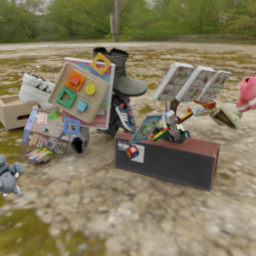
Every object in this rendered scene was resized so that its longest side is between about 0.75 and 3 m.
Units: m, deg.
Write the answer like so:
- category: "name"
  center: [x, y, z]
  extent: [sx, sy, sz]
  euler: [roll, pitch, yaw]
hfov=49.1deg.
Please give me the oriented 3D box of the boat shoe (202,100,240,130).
- category: "boat shoe"
  center: [3.223, -0.479, 9.759]
  extent: [1.497, 0.549, 0.469]
  euler: [32, 43, 6]

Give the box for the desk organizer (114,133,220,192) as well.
- category: "desk organizer"
  center: [1.129, 0.813, 8.275]
  extent: [2.911, 1.044, 1.121]
  euler: [10, 22, 23]

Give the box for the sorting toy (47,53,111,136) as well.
- category: "sorting toy"
  center: [-1.365, -0.953, 7.740]
  extent: [1.392, 2.472, 0.337]
  euler: [27, 10, -8]

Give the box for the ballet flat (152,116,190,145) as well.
- category: "ballet flat"
  center: [1.509, -0.013, 10.506]
  extent: [0.859, 0.864, 2.526]
  euler: [-11, 25, -27]

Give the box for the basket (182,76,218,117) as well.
- category: "basket"
  center: [2.783, -1.357, 11.111]
  extent: [1.220, 1.755, 1.547]
  euler: [-39, -17, 34]

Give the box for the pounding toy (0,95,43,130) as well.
- category: "pounding toy"
  center: [-4.045, -0.609, 11.623]
  extent: [2.155, 1.122, 2.453]
  euler: [-14, 26, -31]

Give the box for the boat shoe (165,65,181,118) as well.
- category: "boat shoe"
  center: [1.302, -0.869, 7.390]
  extent: [0.599, 1.620, 0.598]
  euler: [4, 41, 14]

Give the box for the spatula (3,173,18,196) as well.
- category: "spatula"
  center: [-3.563, 1.518, 7.772]
  extent: [0.849, 0.098, 1.220]
  euler: [-1, 27, -5]

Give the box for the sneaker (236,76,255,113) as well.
- category: "sneaker"
  center: [3.647, -1.050, 8.231]
  extent: [0.811, 0.954, 2.200]
  euler: [-23, -3, 6]

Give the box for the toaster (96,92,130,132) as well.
- category: "toaster"
  center: [-0.825, -0.695, 9.869]
  extent: [1.126, 1.743, 0.991]
  euler: [22, -13, 46]

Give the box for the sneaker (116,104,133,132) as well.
- category: "sneaker"
  center: [-0.021, -0.359, 9.037]
  extent: [0.413, 0.978, 0.366]
  euler: [-34, -16, 15]

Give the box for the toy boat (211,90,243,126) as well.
- category: "toy boat"
  center: [3.490, -0.787, 10.298]
  extent: [0.714, 1.537, 1.292]
  euler: [-50, 17, -30]

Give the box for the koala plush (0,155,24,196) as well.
- category: "koala plush"
  center: [-2.594, 1.118, 5.928]
  extent: [0.702, 0.727, 0.792]
  euler: [36, 1, -42]

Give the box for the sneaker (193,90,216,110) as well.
- category: "sneaker"
  center: [2.090, -0.891, 8.263]
  extent: [1.221, 0.446, 0.471]
  euler: [30, 8, -37]

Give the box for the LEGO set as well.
- category: "LEGO set"
  center: [0.984, -0.397, 6.942]
  extent: [2.161, 2.893, 0.710]
  euler: [-5, 47, -42]

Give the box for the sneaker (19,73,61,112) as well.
- category: "sneaker"
  center: [-2.576, -1.006, 9.923]
  extent: [2.602, 1.054, 0.978]
  euler: [20, 5, -38]

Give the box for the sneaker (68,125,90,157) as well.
- category: "sneaker"
  center: [-1.546, -0.061, 8.792]
  extent: [0.786, 2.096, 1.210]
  euler: [-6, 20, -2]

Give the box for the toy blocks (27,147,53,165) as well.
- category: "toy blocks"
  center: [-2.876, 0.939, 8.871]
  extent: [0.844, 0.422, 0.577]
  euler: [6, 31, 35]

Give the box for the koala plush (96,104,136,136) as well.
- category: "koala plush"
  center: [-0.502, -0.202, 10.639]
  extent: [1.488, 1.367, 1.319]
  euler: [-13, 24, 4]

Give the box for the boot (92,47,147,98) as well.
- category: "boot"
  center: [-0.179, -1.673, 8.438]
  extent: [2.017, 1.317, 0.683]
  euler: [6, 43, -19]

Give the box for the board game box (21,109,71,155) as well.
- category: "board game box"
  center: [-2.679, 0.131, 9.399]
  extent: [1.413, 0.684, 1.126]
  euler: [17, 37, -16]

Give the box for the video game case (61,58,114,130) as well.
- category: "video game case"
  center: [-1.209, -0.961, 8.247]
  extent: [1.425, 1.994, 0.174]
  euler: [8, 22, 0]
